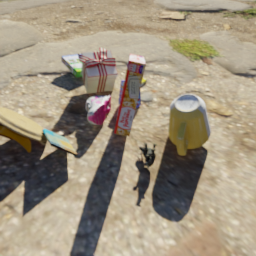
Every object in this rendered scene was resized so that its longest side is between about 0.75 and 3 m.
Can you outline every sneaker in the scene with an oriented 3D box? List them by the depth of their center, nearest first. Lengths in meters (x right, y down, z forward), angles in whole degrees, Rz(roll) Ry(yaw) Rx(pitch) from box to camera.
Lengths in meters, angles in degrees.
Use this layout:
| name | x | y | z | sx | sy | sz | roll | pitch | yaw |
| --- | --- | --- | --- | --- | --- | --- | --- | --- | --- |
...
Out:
| name | x | y | z | sx | sy | sz | roll | pitch | yaw |
| --- | --- | --- | --- | --- | --- | --- | --- | --- | --- |
| sneaker | -1.378 | -0.764 | 11.727 | 0.940 | 0.867 | 2.131 | 6 | 24 | 9 |

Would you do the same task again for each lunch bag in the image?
| name | x | y | z | sx | sy | sz | roll | pitch | yaw |
| --- | --- | --- | --- | --- | --- | --- | --- | --- | --- |
| lunch bag | 0.069 | -1.557 | 12.473 | 0.903 | 1.199 | 0.564 | 21 | 38 | 28 |

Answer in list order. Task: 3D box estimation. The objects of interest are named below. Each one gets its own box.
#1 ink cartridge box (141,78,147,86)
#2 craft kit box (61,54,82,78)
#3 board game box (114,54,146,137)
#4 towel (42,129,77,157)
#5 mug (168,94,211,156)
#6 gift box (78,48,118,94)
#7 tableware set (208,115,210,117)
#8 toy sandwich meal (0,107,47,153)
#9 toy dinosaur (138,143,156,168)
| name | x | y | z | sx | sy | sz | roll | pitch | yaw |
| --- | --- | --- | --- | --- | --- | --- | --- | --- | --- |
| ink cartridge box | 0.451 | -2.398 | 14.501 | 0.779 | 0.185 | 0.788 | 20 | 40 | 26 |
| craft kit box | -2.473 | -3.473 | 15.353 | 1.760 | 0.427 | 1.738 | -18 | 46 | -34 |
| board game box | 0.068 | -1.288 | 10.536 | 0.616 | 2.661 | 2.015 | 11 | 20 | -3 |
| towel | -2.431 | 0.505 | 9.833 | 1.070 | 0.158 | 1.459 | 29 | 5 | -33 |
| mug | 2.235 | -0.205 | 10.085 | 1.598 | 1.638 | 1.995 | -17 | 48 | 1 |
| gift box | -1.501 | -2.788 | 13.312 | 1.612 | 1.631 | 1.747 | -15 | 69 | -18 |
| tableware set | 3.026 | -0.467 | 11.931 | 0.823 | 0.165 | 0.544 | -27 | 55 | -26 |
| toy sandwich meal | -4.129 | 0.067 | 10.147 | 2.542 | 0.870 | 2.542 | 31 | 2 | -1 |
| toy dinosaur | 0.734 | 0.969 | 9.463 | 0.547 | 0.727 | 1.422 | -6 | 34 | -8 |
